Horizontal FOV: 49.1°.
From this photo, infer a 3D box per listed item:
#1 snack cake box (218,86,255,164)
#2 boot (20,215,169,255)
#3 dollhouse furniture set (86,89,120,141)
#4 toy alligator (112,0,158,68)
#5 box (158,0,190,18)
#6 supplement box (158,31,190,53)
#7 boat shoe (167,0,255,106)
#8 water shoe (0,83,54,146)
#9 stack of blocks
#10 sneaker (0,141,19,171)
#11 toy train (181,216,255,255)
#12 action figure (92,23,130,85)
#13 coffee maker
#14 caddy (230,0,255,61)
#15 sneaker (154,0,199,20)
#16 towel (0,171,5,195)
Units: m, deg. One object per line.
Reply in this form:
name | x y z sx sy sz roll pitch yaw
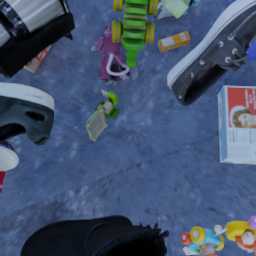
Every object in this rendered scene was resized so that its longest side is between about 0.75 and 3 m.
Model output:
snack cake box | 3.222 -0.080 7.848 1.211 0.708 2.106 3 74 3
boot | -0.631 2.132 4.842 2.412 1.976 0.893 -7 85 -19
dollhouse furniture set | -0.671 -0.287 5.917 0.486 0.634 0.968 28 66 22
toy alligator | 0.154 -2.416 5.128 0.822 0.752 2.772 3 117 -4
box | 0.625 -3.796 6.928 2.220 0.403 1.602 36 40 -10
supplement box | 1.436 -2.694 8.790 0.968 0.322 0.333 -18 77 -4
boat shoe | 1.993 -1.517 5.977 1.031 2.948 0.977 8 54 -41
water shoe | -2.324 -0.175 4.145 2.365 0.845 0.933 1 74 -2
stack of blocks | -3.700 -3.082 8.498 2.743 0.803 1.579 32 88 8
sneaker | -2.473 0.494 5.534 1.315 0.731 0.505 -6 105 30
toy train | 1.682 1.945 4.503 1.613 1.211 0.449 -12 42 10
action figure | -0.554 -2.223 8.210 1.199 1.333 1.790 -7 88 4
coffee maker | -2.103 -1.931 5.760 1.872 1.798 1.261 -42 55 -11
caddy | 3.570 -3.067 7.785 1.418 2.702 1.910 9 74 -16
sneaker | 1.575 -3.912 8.981 1.655 0.642 0.714 -35 80 -9
towel | -3.043 2.162 5.027 0.329 2.114 2.923 9 83 2
